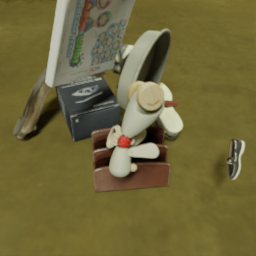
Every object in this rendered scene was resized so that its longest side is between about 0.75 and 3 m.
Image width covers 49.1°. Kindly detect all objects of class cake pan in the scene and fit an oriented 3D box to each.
[{"bbox_3d":[0.469,-1.599,8.259,0.504,2.749,2.749,25,46,14],"label":"cake pan"}]

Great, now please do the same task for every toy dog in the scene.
[{"bbox_3d":[0.403,0.009,6.795,1.180,2.451,1.616,15,32,-16],"label":"toy dog"}]

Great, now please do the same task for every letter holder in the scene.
[{"bbox_3d":[0.062,0.826,7.922,2.128,1.512,1.070,-4,36,-5],"label":"letter holder"}]

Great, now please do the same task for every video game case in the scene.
[{"bbox_3d":[-0.815,-2.234,6.525,0.290,2.448,2.228,40,42,20],"label":"video game case"}]

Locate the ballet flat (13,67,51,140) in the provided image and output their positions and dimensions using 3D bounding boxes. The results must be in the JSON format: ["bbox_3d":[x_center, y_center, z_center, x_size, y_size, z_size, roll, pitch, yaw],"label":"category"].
[{"bbox_3d":[-3.084,-0.880,9.642,0.936,0.644,2.779,5,71,58],"label":"ballet flat"}]

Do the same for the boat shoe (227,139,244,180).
[{"bbox_3d":[2.672,0.787,7.119,0.313,0.383,1.036,17,84,-10],"label":"boat shoe"}]

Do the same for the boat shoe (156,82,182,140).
[{"bbox_3d":[1.222,-0.631,9.772,0.813,0.680,2.275,-12,58,-9],"label":"boat shoe"}]

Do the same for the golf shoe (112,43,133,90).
[{"bbox_3d":[0.227,-1.725,9.993,1.277,2.703,1.051,5,57,14],"label":"golf shoe"}]

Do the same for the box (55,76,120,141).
[{"bbox_3d":[-1.498,-0.899,10.021,1.742,1.228,2.354,-14,49,-17],"label":"box"}]

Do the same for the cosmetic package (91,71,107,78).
[{"bbox_3d":[-1.024,-1.677,8.003,0.398,0.290,0.782,-16,-9,36],"label":"cosmetic package"}]
